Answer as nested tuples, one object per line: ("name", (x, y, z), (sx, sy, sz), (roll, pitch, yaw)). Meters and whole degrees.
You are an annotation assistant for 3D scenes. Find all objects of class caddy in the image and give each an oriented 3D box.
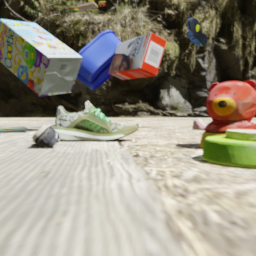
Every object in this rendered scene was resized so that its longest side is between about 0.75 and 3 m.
("caddy", (-1.396, -3.113, 12.669), (1.474, 2.809, 1.986), (43, -13, 9))

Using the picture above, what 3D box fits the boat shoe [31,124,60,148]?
("boat shoe", (-1.412, 0.196, 4.925), (0.372, 0.431, 1.188), (43, -10, -7))

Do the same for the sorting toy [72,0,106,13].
("sorting toy", (-1.440, -4.430, 10.024), (1.344, 0.227, 0.648), (-8, 10, 9))

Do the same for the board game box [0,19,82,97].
("board game box", (-2.959, -2.288, 9.080), (2.579, 1.328, 1.353), (39, 32, 24))

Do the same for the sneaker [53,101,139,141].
("sneaker", (-0.698, -0.148, 5.764), (1.849, 0.819, 0.711), (0, 3, -2))

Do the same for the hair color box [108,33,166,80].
("hair color box", (0.270, -2.676, 10.817), (0.792, 1.374, 2.478), (19, -5, -30))

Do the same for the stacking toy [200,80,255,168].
("stacking toy", (2.117, -0.171, 3.588), (2.551, 1.078, 2.309), (1, 2, 24))

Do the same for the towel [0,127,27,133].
("towel", (-3.808, 0.071, 8.549), (1.356, 0.147, 0.994), (-3, 3, -22))

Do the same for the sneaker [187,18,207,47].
("sneaker", (2.428, -3.563, 10.508), (0.637, 0.535, 1.625), (23, -1, 35))

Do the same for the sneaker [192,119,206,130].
("sneaker", (2.543, -0.115, 9.721), (0.285, 0.395, 0.756), (1, 3, -35))
